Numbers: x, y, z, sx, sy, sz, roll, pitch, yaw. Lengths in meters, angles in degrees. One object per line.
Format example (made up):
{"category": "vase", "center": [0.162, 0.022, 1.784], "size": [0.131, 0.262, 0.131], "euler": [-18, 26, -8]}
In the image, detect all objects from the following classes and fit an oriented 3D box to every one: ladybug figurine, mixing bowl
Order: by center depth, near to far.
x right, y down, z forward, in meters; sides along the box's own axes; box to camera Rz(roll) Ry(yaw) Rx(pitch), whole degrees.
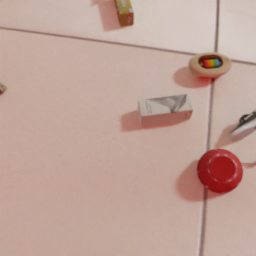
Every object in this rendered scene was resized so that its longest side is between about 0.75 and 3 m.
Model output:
{"category": "mixing bowl", "center": [3.140, 1.395, 9.443], "size": [1.569, 0.850, 1.569], "euler": [-2, 75, 9]}
{"category": "ladybug figurine", "center": [3.520, -2.638, 12.096], "size": [1.907, 0.686, 1.294], "euler": [-3, 60, -2]}

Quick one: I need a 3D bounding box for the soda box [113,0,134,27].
{"category": "soda box", "center": [-0.264, -6.167, 14.078], "size": [0.718, 0.759, 2.242], "euler": [-9, 61, -5]}

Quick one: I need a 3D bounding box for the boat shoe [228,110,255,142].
{"category": "boat shoe", "center": [4.544, -0.167, 10.651], "size": [2.002, 0.708, 0.637], "euler": [-30, 56, -9]}

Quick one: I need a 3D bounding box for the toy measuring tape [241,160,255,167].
{"category": "toy measuring tape", "center": [3.612, 1.141, 10.009], "size": [2.021, 0.743, 0.743], "euler": [-2, 59, -17]}

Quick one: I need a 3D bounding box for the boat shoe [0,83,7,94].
{"category": "boat shoe", "center": [-5.538, -1.775, 11.817], "size": [1.043, 0.395, 0.374], "euler": [30, 51, 16]}

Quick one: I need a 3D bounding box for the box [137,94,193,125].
{"category": "box", "center": [1.436, -0.722, 10.995], "size": [2.040, 0.697, 0.838], "euler": [-8, 61, -5]}
